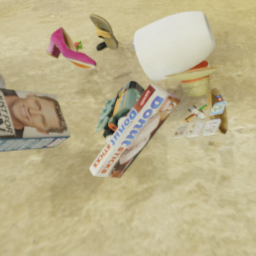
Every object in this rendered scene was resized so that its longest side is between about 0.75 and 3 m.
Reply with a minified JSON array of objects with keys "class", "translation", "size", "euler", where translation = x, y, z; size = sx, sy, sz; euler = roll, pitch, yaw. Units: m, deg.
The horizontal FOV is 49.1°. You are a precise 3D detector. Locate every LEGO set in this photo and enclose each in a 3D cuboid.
[{"class":"LEGO set","translation":[2.266,-0.279,8.407],"size":[1.368,0.449,1.831],"euler":[-10,35,43]}]

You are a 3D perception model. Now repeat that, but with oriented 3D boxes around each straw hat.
[{"class":"straw hat","translation":[2.101,-1.384,8.702],"size":[1.894,0.802,1.894],"euler":[-10,12,2]}]

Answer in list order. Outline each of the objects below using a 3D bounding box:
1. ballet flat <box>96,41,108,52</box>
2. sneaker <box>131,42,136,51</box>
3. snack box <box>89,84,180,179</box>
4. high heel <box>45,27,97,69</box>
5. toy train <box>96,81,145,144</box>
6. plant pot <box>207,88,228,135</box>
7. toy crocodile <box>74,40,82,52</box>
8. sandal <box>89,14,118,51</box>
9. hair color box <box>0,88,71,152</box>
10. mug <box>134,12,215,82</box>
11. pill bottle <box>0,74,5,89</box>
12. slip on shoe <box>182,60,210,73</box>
[{"class":"ballet flat","translation":[-0.955,-3.690,12.386],"size":[1.071,0.304,0.356],"euler":[-26,83,-19]},{"class":"sneaker","translation":[1.168,-4.484,14.941],"size":[1.791,0.649,1.021],"euler":[18,49,15]},{"class":"snack box","translation":[0.150,0.207,7.547],"size":[1.050,2.921,0.355],"euler":[16,28,-44]},{"class":"high heel","translation":[-2.033,-3.079,10.678],"size":[2.631,0.886,1.262],"euler":[24,89,36]},{"class":"toy train","translation":[-0.146,-0.485,8.742],"size":[1.057,1.413,2.479],"euler":[40,29,-17]},{"class":"plant pot","translation":[2.836,-0.514,8.932],"size":[0.207,1.509,1.509],"euler":[-12,41,34]},{"class":"toy crocodile","translation":[-2.366,-3.547,12.540],"size":[0.431,0.394,1.277],"euler":[7,54,9]},{"class":"sandal","translation":[-0.932,-3.584,10.750],"size":[0.703,1.751,0.473],"euler":[15,64,35]},{"class":"hair color box","translation":[-3.046,-0.202,7.407],"size":[2.953,0.894,1.477],"euler":[-1,64,-58]},{"class":"mug","translation":[1.785,-3.242,10.213],"size":[2.400,2.021,2.737],"euler":[-17,41,27]},{"class":"pill bottle","translation":[-4.312,-1.457,7.858],"size":[1.116,1.975,1.116],"euler":[0,83,2]},{"class":"slip on shoe","translation":[2.748,-3.115,13.679],"size":[2.528,0.773,0.936],"euler":[1,48,-1]}]
